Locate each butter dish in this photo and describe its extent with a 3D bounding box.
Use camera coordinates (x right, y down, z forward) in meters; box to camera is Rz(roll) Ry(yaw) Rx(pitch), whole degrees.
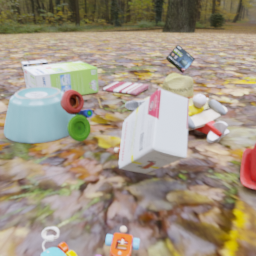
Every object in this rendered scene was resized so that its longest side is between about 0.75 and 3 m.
[{"bbox_3d":[3.601,0.551,6.149,1.952,1.443,1.947,9,24,22],"label":"butter dish"}]

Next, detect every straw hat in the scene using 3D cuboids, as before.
[{"bbox_3d":[2.014,-1.587,11.437,2.871,1.215,2.871,0,24,0],"label":"straw hat"}]

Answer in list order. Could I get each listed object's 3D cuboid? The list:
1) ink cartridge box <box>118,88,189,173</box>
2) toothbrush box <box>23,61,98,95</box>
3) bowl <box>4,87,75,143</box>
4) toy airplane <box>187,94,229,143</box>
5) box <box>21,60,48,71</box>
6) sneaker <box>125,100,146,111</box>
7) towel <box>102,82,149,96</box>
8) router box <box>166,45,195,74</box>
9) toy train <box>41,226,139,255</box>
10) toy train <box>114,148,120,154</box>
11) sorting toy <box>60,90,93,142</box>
[{"bbox_3d":[0.493,0.165,5.994,0.734,1.277,1.760,15,-24,-19],"label":"ink cartridge box"},{"bbox_3d":[-3.068,-2.207,12.870,2.818,1.213,2.052,-15,27,-28],"label":"toothbrush box"},{"bbox_3d":[-2.820,-0.564,9.016,2.382,1.246,2.382,1,23,0],"label":"bowl"},{"bbox_3d":[2.189,-0.351,8.434,1.830,1.297,1.838,2,24,6],"label":"toy airplane"},{"bbox_3d":[-6.001,-4.014,18.023,1.532,0.461,0.894,-12,26,-26],"label":"box"},{"bbox_3d":[0.345,-0.891,11.011,1.030,0.385,0.422,-6,5,-21],"label":"sneaker"},{"bbox_3d":[-0.122,-1.887,13.420,1.891,0.215,1.362,11,28,28],"label":"towel"},{"bbox_3d":[2.364,-3.118,12.690,1.060,0.794,0.329,41,-6,4],"label":"router box"},{"bbox_3d":[-0.607,1.970,4.185,1.531,0.426,1.150,5,23,1],"label":"toy train"},{"bbox_3d":[0.451,0.284,7.948,1.397,0.517,1.860,7,25,14],"label":"toy train"},{"bbox_3d":[-1.546,-0.347,8.061,0.887,1.476,0.606,-11,4,-44],"label":"sorting toy"}]
